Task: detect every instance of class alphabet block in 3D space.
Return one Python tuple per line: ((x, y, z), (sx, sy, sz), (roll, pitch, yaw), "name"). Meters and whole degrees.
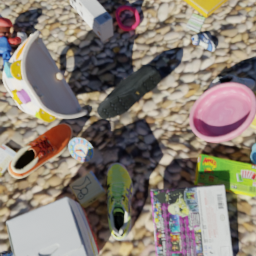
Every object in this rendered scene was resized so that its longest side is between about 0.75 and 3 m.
((-1.403, 2.157, 9.791), (0.903, 0.887, 0.882), (-32, 71, -11), "alphabet block")

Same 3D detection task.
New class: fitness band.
((-0.029, -5.055, 12.858), (1.008, 0.263, 1.404), (-15, 69, -3), "fitness band")

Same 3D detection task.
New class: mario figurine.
((-5.328, -3.473, 12.021), (1.386, 1.614, 2.615), (-16, 73, 38), "mario figurine")

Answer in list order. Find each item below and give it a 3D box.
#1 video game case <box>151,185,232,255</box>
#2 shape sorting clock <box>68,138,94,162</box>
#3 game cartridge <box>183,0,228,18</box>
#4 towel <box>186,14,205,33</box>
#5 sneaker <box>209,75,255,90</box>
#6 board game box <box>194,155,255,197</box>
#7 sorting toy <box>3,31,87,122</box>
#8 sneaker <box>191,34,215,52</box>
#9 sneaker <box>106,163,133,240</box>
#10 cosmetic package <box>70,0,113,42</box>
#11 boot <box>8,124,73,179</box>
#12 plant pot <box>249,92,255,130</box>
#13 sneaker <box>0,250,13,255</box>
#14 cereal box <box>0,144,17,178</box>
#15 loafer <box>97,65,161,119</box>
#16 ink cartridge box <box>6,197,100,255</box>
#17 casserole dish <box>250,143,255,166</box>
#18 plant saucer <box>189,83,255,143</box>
((2.088, 3.341, 9.296), (2.481, 0.490, 2.738), (-4, 81, -2), "video game case")
((-1.740, 0.825, 10.331), (1.024, 1.024, 0.201), (22, 34, 8), "shape sorting clock")
((3.523, -6.833, 13.445), (2.485, 0.457, 2.819), (-41, 72, -14), "game cartridge")
((3.094, -4.824, 12.817), (0.662, 0.136, 0.888), (25, 71, 8), "towel")
((4.274, -1.769, 11.258), (1.804, 0.897, 0.703), (-5, 69, -2), "sneaker")
((3.553, 1.730, 10.156), (2.103, 0.501, 1.069), (11, 70, 4), "board game box")
((-3.260, -1.264, 9.395), (1.571, 2.647, 2.940), (-44, 116, -35), "sorting toy")
((3.188, -3.644, 12.182), (0.759, 0.418, 1.037), (-19, 66, -15), "sneaker")
((-0.250, 2.458, 9.558), (0.977, 0.990, 2.592), (-6, 74, -3), "sneaker")
((-1.706, -5.203, 12.450), (0.684, 1.116, 2.703), (-36, 73, -10), "cosmetic package")
((-2.969, 0.723, 9.854), (1.016, 1.452, 2.707), (47, 66, -2), "boot")
((4.929, -0.662, 10.514), (1.624, 1.726, 1.726), (18, 70, 22), "plant pot")
((-3.805, 4.234, 9.129), (1.728, 0.679, 0.770), (-39, 77, -13), "sneaker")
((-4.723, 1.227, 10.502), (0.743, 0.204, 1.033), (31, 72, 11), "cereal box")
((-0.030, -1.398, 10.832), (2.854, 0.969, 1.002), (-37, 42, 3), "loafer")
((-2.118, 3.382, 8.440), (1.841, 2.534, 1.833), (-22, 71, -8), "ink cartridge box")
((5.392, 1.352, 10.368), (1.191, 0.381, 1.966), (-42, 74, -14), "casserole dish")
((3.396, -0.487, 10.008), (2.401, 0.609, 2.401), (-26, 44, 28), "plant saucer")
